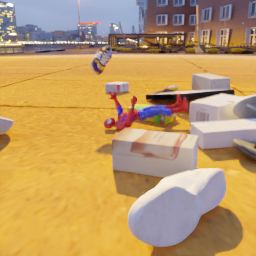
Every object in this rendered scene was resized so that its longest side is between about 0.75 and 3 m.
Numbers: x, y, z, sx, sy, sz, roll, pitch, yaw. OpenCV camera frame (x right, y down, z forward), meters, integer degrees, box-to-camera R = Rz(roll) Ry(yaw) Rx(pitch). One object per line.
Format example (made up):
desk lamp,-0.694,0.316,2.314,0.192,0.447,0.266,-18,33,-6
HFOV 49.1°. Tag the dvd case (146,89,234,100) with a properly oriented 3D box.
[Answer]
dvd case,2.124,-1.200,10.210,1.973,0.243,2.766,-7,8,-23

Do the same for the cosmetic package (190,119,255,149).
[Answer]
cosmetic package,2.375,0.129,6.486,1.710,0.433,0.706,-3,18,-11

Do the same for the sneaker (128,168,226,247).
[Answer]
sneaker,0.543,0.963,3.739,0.816,0.694,1.845,1,7,44

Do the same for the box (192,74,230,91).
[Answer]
box,3.694,-1.992,12.688,0.909,0.745,1.915,-3,18,-10

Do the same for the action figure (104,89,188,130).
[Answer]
action figure,0.359,-0.655,7.500,2.272,1.125,0.741,-20,19,-5

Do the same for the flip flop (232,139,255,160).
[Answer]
flip flop,3.172,0.291,5.675,2.130,0.613,0.864,0,18,1

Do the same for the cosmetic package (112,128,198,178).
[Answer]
cosmetic package,0.503,0.453,5.136,1.450,0.633,0.749,6,18,18

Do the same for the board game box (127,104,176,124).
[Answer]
board game box,0.710,-0.442,8.493,1.330,0.317,0.676,12,21,34

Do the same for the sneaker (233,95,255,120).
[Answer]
sneaker,3.889,-0.450,7.818,2.627,0.924,1.053,0,9,-21

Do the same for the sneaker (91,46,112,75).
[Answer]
sneaker,-0.719,-1.947,7.889,0.477,0.397,1.059,-25,42,32

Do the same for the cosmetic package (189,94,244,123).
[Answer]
cosmetic package,2.679,-0.527,8.197,0.931,0.678,1.831,17,25,42

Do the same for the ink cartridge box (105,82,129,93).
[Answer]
ink cartridge box,-0.501,-1.877,12.911,0.683,0.396,0.947,12,21,33

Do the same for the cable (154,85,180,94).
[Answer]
cable,1.598,-1.674,12.362,1.359,0.342,0.660,-12,21,-33

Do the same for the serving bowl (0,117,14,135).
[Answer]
serving bowl,-3.632,-0.126,6.744,1.575,0.518,1.575,13,-4,1
